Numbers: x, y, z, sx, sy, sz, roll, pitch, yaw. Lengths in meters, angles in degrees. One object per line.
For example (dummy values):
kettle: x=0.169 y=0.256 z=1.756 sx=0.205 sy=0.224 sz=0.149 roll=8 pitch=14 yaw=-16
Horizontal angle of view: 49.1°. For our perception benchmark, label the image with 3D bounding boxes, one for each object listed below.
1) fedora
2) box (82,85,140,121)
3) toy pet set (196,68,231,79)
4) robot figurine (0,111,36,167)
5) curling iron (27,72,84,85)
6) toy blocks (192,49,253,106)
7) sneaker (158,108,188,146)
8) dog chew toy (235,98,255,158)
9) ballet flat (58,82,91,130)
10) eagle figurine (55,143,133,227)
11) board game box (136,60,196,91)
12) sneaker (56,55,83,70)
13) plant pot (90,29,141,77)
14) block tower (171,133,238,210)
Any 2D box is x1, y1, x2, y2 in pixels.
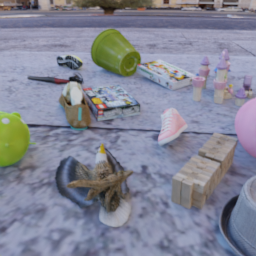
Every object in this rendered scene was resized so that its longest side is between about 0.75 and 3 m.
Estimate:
fedora: x=2.836 y=1.479 z=4.625 sx=2.475 sy=1.117 sz=2.189 roll=7 pitch=27 yaw=15
box: x=-0.692 y=-0.985 z=10.247 sx=1.545 sy=0.450 sz=2.257 roll=-10 pitch=29 yaw=-19
toy pet set: x=4.209 y=-2.806 z=13.578 sx=1.327 sy=0.705 sz=1.239 roll=-12 pitch=29 yaw=-22
robot figurine: x=-3.430 y=0.201 z=6.934 sx=2.271 sy=1.314 sz=1.993 roll=12 pitch=9 yaw=25
curling iron: x=-3.243 y=-2.219 z=12.560 sx=2.607 sy=0.646 sz=0.333 roll=4 pitch=49 yaw=8
toy blocks: x=3.790 y=-2.140 z=10.911 sx=2.275 sy=1.915 sz=2.126 roll=10 pitch=28 yaw=19
sneaker: x=1.103 y=-0.070 z=7.816 sx=0.569 sy=0.790 sz=1.512 roll=-31 pitch=0 yaw=37
dog chew toy: x=3.536 y=-0.089 z=7.207 sx=1.647 sy=1.647 sz=2.645 roll=5 pitch=9 yaw=10
ballet flat: x=-1.834 y=-0.944 z=9.508 sx=0.962 sy=1.026 sz=2.837 roll=-2 pitch=26 yaw=-16
eagle figurine: x=-0.600 y=1.014 z=5.806 sx=1.443 sy=1.435 sz=1.902 roll=35 pitch=-16 yaw=-16
board game box: x=1.717 y=-2.488 z=12.913 sx=1.496 sy=0.410 sz=2.370 roll=-22 pitch=42 yaw=-34
sneaker: x=-3.024 y=-3.659 z=15.231 sx=1.949 sy=0.762 sz=0.880 roll=22 pitch=32 yaw=38
plant pot: x=-0.470 y=-3.572 z=13.965 sx=2.098 sy=2.098 sz=2.020 roll=-18 pitch=44 yaw=-32
block tower: x=1.793 y=0.901 z=6.321 sx=0.629 sy=0.674 sz=2.331 roll=18 pitch=34 yaw=32
